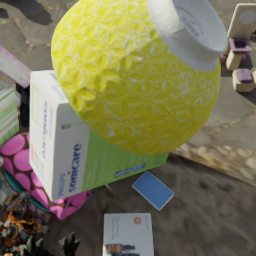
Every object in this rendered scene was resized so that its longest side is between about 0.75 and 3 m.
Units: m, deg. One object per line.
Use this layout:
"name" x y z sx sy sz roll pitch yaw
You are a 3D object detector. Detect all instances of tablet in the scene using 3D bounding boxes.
"tablet" 0.548 1.368 6.183 0.815 0.056 0.530 38 64 24

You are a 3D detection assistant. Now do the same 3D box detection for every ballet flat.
"ballet flat" -2.287 1.527 5.844 1.565 0.541 0.557 34 80 20

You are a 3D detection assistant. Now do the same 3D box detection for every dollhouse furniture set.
"dollhouse furniture set" 2.123 -2.503 7.653 2.916 2.069 2.310 2 55 2

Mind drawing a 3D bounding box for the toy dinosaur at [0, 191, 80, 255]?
"toy dinosaur" -1.794 2.312 5.002 1.547 1.165 2.280 -14 91 30

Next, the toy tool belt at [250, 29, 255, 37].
"toy tool belt" 3.967 -3.378 9.238 0.804 0.502 0.494 14 65 9

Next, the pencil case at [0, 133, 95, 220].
"pencil case" -1.765 0.919 5.970 2.142 0.972 1.003 33 98 18

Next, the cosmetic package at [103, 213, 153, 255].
"cosmetic package" -0.001 2.267 5.307 0.935 0.320 1.240 0 53 -3

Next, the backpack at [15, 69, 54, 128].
"backpack" -2.030 -0.594 6.827 1.404 1.082 1.337 -7 71 34

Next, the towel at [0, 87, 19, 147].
"towel" -2.648 -0.220 5.931 0.172 1.120 0.835 13 32 9

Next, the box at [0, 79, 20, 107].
"box" -3.947 -0.575 6.443 1.777 1.530 1.786 20 69 17

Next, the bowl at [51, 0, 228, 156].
"bowl" 0.518 -1.183 4.321 2.952 1.588 2.952 19 56 -31

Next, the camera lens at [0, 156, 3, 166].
"camera lens" -3.132 0.809 5.405 0.956 0.956 1.195 23 65 15

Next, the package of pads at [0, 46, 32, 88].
"package of pads" -2.721 -1.446 6.214 0.723 1.199 0.454 34 84 42

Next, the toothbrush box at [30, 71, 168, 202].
"toothbrush box" -0.357 -0.039 5.383 2.722 1.982 1.172 -14 41 -35
